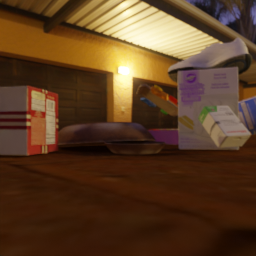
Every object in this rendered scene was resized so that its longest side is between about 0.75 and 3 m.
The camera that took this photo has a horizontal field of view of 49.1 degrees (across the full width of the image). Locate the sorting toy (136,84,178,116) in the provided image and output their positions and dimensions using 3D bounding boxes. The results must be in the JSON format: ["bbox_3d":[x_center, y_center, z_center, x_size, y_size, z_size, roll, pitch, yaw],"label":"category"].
[{"bbox_3d":[1.039,-0.908,8.715,1.545,0.374,2.744,31,-3,-1],"label":"sorting toy"}]

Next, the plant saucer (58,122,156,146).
[{"bbox_3d":[-0.636,0.177,7.033,2.622,0.480,2.622,-4,-5,0],"label":"plant saucer"}]

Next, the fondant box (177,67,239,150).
[{"bbox_3d":[1.886,-0.426,6.683,1.356,1.879,0.547,-1,0,16],"label":"fondant box"}]

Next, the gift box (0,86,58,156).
[{"bbox_3d":[-2.272,-0.219,5.520,1.439,1.541,1.422,-1,-5,11],"label":"gift box"}]

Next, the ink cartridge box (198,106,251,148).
[{"bbox_3d":[1.913,-0.034,5.634,0.632,0.364,0.866,-2,45,-22],"label":"ink cartridge box"}]

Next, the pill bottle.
[{"bbox_3d":[5.097,-0.600,10.244,2.420,1.356,1.356,-19,-7,22],"label":"pill bottle"}]

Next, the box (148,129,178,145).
[{"bbox_3d":[1.889,0.274,8.941,1.667,0.476,2.436,0,0,-42],"label":"box"}]

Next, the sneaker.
[{"bbox_3d":[2.143,-1.753,7.590,2.186,0.952,0.815,-9,-37,22],"label":"sneaker"}]

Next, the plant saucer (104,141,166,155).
[{"bbox_3d":[0.141,0.403,5.747,1.262,0.231,1.262,1,-1,0],"label":"plant saucer"}]
